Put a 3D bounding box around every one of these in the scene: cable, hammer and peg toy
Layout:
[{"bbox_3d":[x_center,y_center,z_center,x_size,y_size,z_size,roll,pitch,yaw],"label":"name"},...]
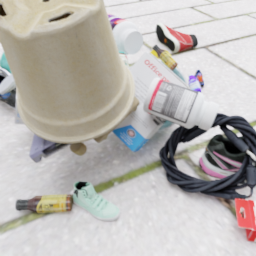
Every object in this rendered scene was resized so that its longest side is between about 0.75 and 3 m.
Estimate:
[{"bbox_3d":[2.053,0.656,7.358,2.666,2.175,0.677,8,-1,30],"label":"cable"},{"bbox_3d":[-0.990,-0.436,7.602,2.245,0.792,1.652,-43,65,1],"label":"hammer and peg toy"}]

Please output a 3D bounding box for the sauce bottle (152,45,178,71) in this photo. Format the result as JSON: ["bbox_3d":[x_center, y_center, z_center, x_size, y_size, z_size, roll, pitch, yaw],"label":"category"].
[{"bbox_3d":[1.004,-1.958,7.748,0.851,0.281,0.281,45,55,10],"label":"sauce bottle"}]

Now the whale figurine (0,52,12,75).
[{"bbox_3d":[-4.153,-2.662,11.559,2.384,1.237,1.896,18,44,20],"label":"whale figurine"}]

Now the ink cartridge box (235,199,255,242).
[{"bbox_3d":[3.223,2.216,6.543,1.447,0.487,0.841,7,39,9],"label":"ink cartridge box"}]

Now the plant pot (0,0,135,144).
[{"bbox_3d":[-1.272,-1.499,5.504,2.748,2.516,2.748,-2,58,3],"label":"plant pot"}]

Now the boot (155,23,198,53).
[{"bbox_3d":[2.496,-4.688,14.263,1.627,0.817,2.256,-17,52,-20],"label":"boot"}]

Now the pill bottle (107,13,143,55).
[{"bbox_3d":[-0.365,-3.117,9.382,1.091,1.091,1.940,-25,42,-26],"label":"pill bottle"}]

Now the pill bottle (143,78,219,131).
[{"bbox_3d":[1.319,-0.549,7.019,1.713,0.948,0.948,22,45,11],"label":"pill bottle"}]

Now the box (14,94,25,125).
[{"bbox_3d":[-2.380,-0.734,8.594,1.972,1.109,0.999,5,50,-21],"label":"box"}]

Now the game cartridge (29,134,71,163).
[{"bbox_3d":[-1.328,-0.154,6.775,2.219,0.426,1.438,-29,34,5],"label":"game cartridge"}]

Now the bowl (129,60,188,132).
[{"bbox_3d":[0.853,-1.024,9.274,2.273,2.273,1.189,9,4,10],"label":"bowl"}]

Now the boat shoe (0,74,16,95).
[{"bbox_3d":[-3.712,-1.625,9.497,1.548,0.508,0.557,-44,48,3],"label":"boat shoe"}]

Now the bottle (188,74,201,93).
[{"bbox_3d":[2.545,-1.681,10.853,0.397,0.310,0.951,-26,51,26],"label":"bottle"}]

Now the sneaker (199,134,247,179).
[{"bbox_3d":[3.477,0.837,7.562,2.893,1.249,1.162,4,43,4],"label":"sneaker"}]

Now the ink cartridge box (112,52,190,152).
[{"bbox_3d":[0.420,-0.722,8.202,1.720,1.008,2.349,44,97,10],"label":"ink cartridge box"}]

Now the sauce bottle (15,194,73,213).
[{"bbox_3d":[-2.083,1.901,6.976,1.359,0.449,0.449,-4,41,-1],"label":"sauce bottle"}]

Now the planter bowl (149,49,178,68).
[{"bbox_3d":[1.356,-2.979,12.325,1.761,0.733,1.761,-1,41,0],"label":"planter bowl"}]

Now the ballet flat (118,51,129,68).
[{"bbox_3d":[-1.117,-1.790,9.100,1.070,0.905,2.830,-12,8,-43],"label":"ballet flat"}]

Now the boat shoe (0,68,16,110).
[{"bbox_3d":[-4.832,-1.623,10.350,2.991,0.991,1.046,39,88,29],"label":"boat shoe"}]

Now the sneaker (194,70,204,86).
[{"bbox_3d":[2.905,-2.045,11.503,0.383,0.398,1.016,-3,41,-2],"label":"sneaker"}]

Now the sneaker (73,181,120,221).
[{"bbox_3d":[-0.805,1.767,6.851,1.320,0.779,0.486,18,43,18],"label":"sneaker"}]
